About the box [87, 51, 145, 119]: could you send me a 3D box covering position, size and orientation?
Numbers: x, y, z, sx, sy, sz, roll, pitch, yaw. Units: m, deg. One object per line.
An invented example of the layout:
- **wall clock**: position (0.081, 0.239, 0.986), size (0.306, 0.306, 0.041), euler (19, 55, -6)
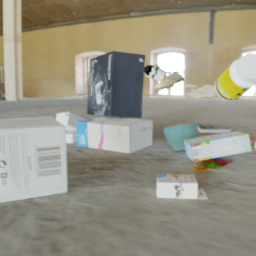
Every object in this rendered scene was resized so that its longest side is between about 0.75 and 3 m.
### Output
- **box**: position (-0.664, -1.943, 13.246), size (1.688, 2.827, 2.875), euler (1, 4, -29)

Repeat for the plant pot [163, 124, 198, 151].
- **plant pot**: position (2.096, 0.402, 10.912), size (1.318, 0.888, 1.318), euler (-7, -9, -1)

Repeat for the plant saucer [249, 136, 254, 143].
- **plant saucer**: position (5.320, 0.501, 12.881), size (0.870, 0.221, 0.870), euler (1, 9, 0)

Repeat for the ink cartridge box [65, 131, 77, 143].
- **ink cartridge box**: position (-2.631, 0.405, 12.836), size (0.709, 0.415, 0.981), euler (3, 9, 16)

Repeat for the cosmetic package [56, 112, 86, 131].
- **cosmetic package**: position (-2.498, -0.153, 13.405), size (0.917, 0.668, 1.803), euler (-5, -17, 38)

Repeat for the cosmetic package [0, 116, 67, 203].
- **cosmetic package**: position (-2.591, 0.664, 7.150), size (1.678, 1.688, 2.017), euler (-5, 10, -23)

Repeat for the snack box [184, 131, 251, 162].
- **snack box**: position (2.957, 0.592, 9.535), size (1.866, 0.631, 1.573), euler (-12, 2, 5)

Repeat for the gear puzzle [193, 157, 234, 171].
- **gear puzzle**: position (2.613, 1.119, 8.972), size (1.723, 0.226, 0.892), euler (-9, 12, -43)

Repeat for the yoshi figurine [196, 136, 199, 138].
- **yoshi figurine**: position (2.477, 0.626, 11.645), size (1.092, 0.614, 0.612), euler (-10, -44, 46)

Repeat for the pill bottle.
- **pill bottle**: position (4.059, -1.816, 10.211), size (1.140, 1.140, 1.994), euler (-1, -14, -5)

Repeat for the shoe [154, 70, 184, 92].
- **shoe**: position (1.809, -2.131, 12.739), size (0.810, 0.619, 2.317), euler (-14, 10, 39)

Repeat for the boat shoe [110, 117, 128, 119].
- **boat shoe**: position (-0.720, -0.226, 15.607), size (0.741, 0.878, 2.462), euler (0, 2, 23)

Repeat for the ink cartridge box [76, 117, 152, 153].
- **ink cartridge box**: position (-0.537, 0.228, 11.700), size (2.639, 1.117, 1.907), euler (4, 10, 32)

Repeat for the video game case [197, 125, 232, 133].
- **video game case**: position (4.769, 0.033, 15.883), size (1.666, 0.201, 1.828), euler (1, 10, 3)

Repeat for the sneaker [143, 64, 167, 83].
- **sneaker**: position (0.850, -2.143, 10.333), size (0.684, 0.591, 1.561), euler (21, 10, -23)

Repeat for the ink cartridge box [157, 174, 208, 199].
- **ink cartridge box**: position (1.275, 1.395, 6.721), size (1.169, 0.396, 0.673), euler (1, 9, 5)
